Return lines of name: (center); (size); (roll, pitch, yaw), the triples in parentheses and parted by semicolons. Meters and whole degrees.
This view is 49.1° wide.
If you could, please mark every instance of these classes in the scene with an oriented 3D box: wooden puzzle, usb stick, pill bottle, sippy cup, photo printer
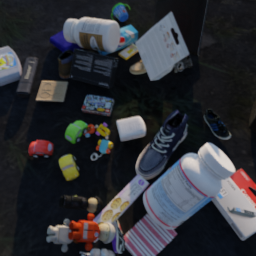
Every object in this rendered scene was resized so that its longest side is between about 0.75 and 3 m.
wooden puzzle: (-3.458, -1.628, 12.825); (1.239, 0.310, 1.338); (3, 51, 1)
usb stick: (-4.761, -2.442, 13.303); (0.683, 0.402, 2.463); (0, 55, 0)
pill bottle: (1.881, 1.814, 8.825); (1.530, 2.813, 1.530); (34, 25, -18)
sippy cup: (-0.406, -6.491, 15.917); (0.819, 1.043, 0.765); (-11, 63, -42)
photo printer: (0.142, 0.022, 11.561); (1.124, 0.390, 0.935); (-13, 60, -6)
pill bottle: (-1.751, -4.460, 13.311); (2.474, 1.414, 1.414); (15, 56, 20)

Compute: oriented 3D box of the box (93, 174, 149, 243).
box: (-0.344, 2.581, 9.147); (0.530, 0.495, 2.559); (42, 61, 14)

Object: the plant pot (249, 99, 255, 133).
plant pot: (6.014, -0.598, 11.194); (2.028, 2.023, 1.799); (29, 69, 19)

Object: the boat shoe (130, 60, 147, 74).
boat shoe: (0.922, -3.157, 13.625); (1.812, 0.627, 0.668); (-20, 59, -7)

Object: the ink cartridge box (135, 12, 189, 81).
ink cartridge box: (1.452, -3.275, 11.522); (0.548, 2.318, 1.855); (-16, 82, -40)

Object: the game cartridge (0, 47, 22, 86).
game cartridge: (-6.142, -3.075, 13.741); (1.562, 0.474, 2.342); (-22, 58, -19)

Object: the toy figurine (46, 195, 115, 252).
toy figurine: (-1.425, 3.150, 8.327); (1.375, 1.945, 1.976); (16, 14, -30)

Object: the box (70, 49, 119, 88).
box: (-1.563, -2.721, 12.851); (1.947, 1.374, 0.768); (16, 13, 10)

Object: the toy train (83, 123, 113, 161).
toy train: (-1.225, 0.474, 11.310); (1.241, 0.459, 1.652); (-26, 67, 13)

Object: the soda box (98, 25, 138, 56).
soda box: (-0.600, -4.551, 14.575); (2.194, 0.704, 0.744); (-27, 59, -16)

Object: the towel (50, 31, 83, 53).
towel: (-2.695, -4.772, 14.852); (2.466, 0.611, 1.821); (-37, 56, -23)

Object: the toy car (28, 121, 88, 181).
toy car: (-2.474, 0.568, 10.929); (2.432, 0.542, 2.288); (29, 71, 18)

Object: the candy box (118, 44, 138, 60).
candy box: (0.074, -3.937, 14.490); (0.558, 0.144, 1.092); (37, 63, 25)

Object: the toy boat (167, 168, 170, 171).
toy boat: (2.030, 1.712, 10.333); (1.169, 0.646, 1.390); (29, 69, 6)

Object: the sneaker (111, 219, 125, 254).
sneaker: (-0.530, 3.441, 9.112); (0.630, 0.609, 1.510); (-28, 35, 0)

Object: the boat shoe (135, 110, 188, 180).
boat shoe: (1.264, 0.550, 10.604); (1.089, 1.353, 2.917); (29, 61, 23)

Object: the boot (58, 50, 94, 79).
boot: (-2.446, -3.345, 13.503); (0.837, 1.086, 2.241); (34, 62, 22)

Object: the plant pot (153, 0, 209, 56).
plant pot: (2.327, -4.638, 12.628); (2.163, 2.432, 2.438); (11, 15, 13)

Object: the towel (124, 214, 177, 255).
towel: (0.681, 3.614, 9.262); (1.575, 0.236, 1.152); (-37, 62, -19)

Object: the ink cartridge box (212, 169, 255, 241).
ink cartridge box: (4.046, 2.540, 9.841); (1.812, 0.460, 2.057); (-25, 59, -15)

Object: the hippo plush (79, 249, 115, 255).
hippo plush: (-0.953, 4.192, 8.449); (1.094, 0.871, 0.880); (-1, 55, -1)

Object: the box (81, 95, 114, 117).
box: (-1.332, -1.000, 12.400); (1.266, 0.253, 0.867); (9, 56, 6)

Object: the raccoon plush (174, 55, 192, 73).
raccoon plush: (2.617, -3.195, 13.877); (0.927, 0.669, 1.384); (-20, 21, 9)

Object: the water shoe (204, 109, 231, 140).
water shoe: (3.628, -0.146, 11.518); (0.538, 0.593, 1.504); (-29, 56, -9)
